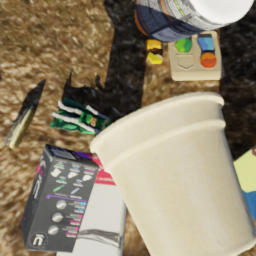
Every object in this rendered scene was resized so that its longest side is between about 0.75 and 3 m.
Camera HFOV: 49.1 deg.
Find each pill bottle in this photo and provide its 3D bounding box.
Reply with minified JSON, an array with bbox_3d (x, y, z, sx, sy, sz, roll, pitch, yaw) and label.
[{"bbox_3d":[1.052,-2.565,5.686,1.463,2.755,1.463,-3,99,-20],"label":"pill bottle"}]

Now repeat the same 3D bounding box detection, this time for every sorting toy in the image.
[{"bbox_3d":[1.773,-2.347,8.901,2.371,0.317,1.766,-1,68,-1],"label":"sorting toy"}]

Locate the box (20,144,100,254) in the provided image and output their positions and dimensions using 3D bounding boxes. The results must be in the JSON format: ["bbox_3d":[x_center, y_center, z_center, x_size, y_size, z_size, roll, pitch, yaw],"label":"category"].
[{"bbox_3d":[-1.158,1.130,4.624,0.788,0.908,1.485,17,91,-26],"label":"box"}]

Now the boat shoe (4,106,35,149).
[{"bbox_3d":[-3.086,-0.070,7.925,0.436,0.474,1.327,20,74,3],"label":"boat shoe"}]

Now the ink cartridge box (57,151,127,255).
[{"bbox_3d":[-0.685,2.208,6.140,1.198,2.087,2.874,6,69,2],"label":"ink cartridge box"}]

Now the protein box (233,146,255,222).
[{"bbox_3d":[3.798,0.846,6.584,2.296,2.279,1.549,-32,72,-12],"label":"protein box"}]

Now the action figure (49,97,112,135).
[{"bbox_3d":[-1.184,-0.233,8.006,1.861,0.509,1.099,18,66,3],"label":"action figure"}]

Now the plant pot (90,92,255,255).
[{"bbox_3d":[0.808,0.925,4.369,2.297,2.297,2.102,-18,72,-7],"label":"plant pot"}]
